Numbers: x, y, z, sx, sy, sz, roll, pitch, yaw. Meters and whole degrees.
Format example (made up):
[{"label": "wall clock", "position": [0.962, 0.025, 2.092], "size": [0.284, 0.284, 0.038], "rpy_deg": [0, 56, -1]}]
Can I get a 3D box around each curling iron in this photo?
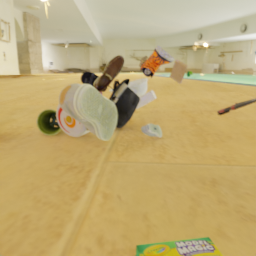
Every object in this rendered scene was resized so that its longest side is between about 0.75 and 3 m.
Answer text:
[{"label": "curling iron", "position": [3.385, -0.677, 8.747], "size": [0.378, 0.195, 1.524], "rpy_deg": [-14, -7, -29]}]

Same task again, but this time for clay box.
[{"label": "clay box", "position": [0.635, 1.627, 2.788], "size": [0.930, 0.385, 1.619], "rpy_deg": [-2, 15, -11]}]

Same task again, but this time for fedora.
[{"label": "fedora", "position": [-0.229, -0.710, 10.022], "size": [0.931, 2.039, 2.039], "rpy_deg": [33, 18, 2]}]

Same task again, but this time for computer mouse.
[{"label": "computer mouse", "position": [-1.074, -1.393, 10.152], "size": [1.447, 1.016, 0.333], "rpy_deg": [12, -7, -17]}]

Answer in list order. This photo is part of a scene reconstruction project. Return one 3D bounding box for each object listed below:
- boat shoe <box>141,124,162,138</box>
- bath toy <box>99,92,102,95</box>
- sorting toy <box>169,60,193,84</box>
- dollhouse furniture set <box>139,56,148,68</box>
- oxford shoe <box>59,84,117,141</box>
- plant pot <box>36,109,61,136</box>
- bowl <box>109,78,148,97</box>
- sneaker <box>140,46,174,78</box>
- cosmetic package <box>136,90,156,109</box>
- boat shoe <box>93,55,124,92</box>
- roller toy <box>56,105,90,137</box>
[{"label": "boat shoe", "position": [0.717, 0.090, 8.583], "size": [0.367, 0.359, 1.030], "rpy_deg": [-13, -18, 27]}, {"label": "bath toy", "position": [-1.119, -1.238, 10.331], "size": [0.869, 0.378, 0.321], "rpy_deg": [49, 16, 11]}, {"label": "sorting toy", "position": [1.605, -1.639, 8.401], "size": [0.117, 0.586, 0.793], "rpy_deg": [-1, 33, -38]}, {"label": "dollhouse furniture set", "position": [0.937, -2.891, 13.138], "size": [0.693, 0.791, 0.525], "rpy_deg": [-37, -14, -24]}, {"label": "oxford shoe", "position": [-0.949, -0.403, 7.398], "size": [0.805, 1.048, 2.787], "rpy_deg": [13, -14, 20]}, {"label": "plant pot", "position": [-2.524, -0.203, 9.452], "size": [0.861, 0.861, 0.818], "rpy_deg": [1, 4, 2]}, {"label": "bowl", "position": [0.140, -1.784, 14.236], "size": [2.046, 0.920, 2.046], "rpy_deg": [-18, 15, 5]}, {"label": "sneaker", "position": [1.146, -2.615, 11.580], "size": [0.902, 1.302, 2.324], "rpy_deg": [38, 16, -5]}, {"label": "cosmetic package", "position": [0.380, -1.050, 12.025], "size": [1.655, 0.419, 0.683], "rpy_deg": [-26, 2, 15]}, {"label": "boat shoe", "position": [-0.604, -1.780, 9.421], "size": [0.537, 1.454, 0.538], "rpy_deg": [32, 18, -21]}, {"label": "roller toy", "position": [-1.575, -0.358, 8.735], "size": [1.214, 1.331, 0.930], "rpy_deg": [-34, -2, 38]}]
